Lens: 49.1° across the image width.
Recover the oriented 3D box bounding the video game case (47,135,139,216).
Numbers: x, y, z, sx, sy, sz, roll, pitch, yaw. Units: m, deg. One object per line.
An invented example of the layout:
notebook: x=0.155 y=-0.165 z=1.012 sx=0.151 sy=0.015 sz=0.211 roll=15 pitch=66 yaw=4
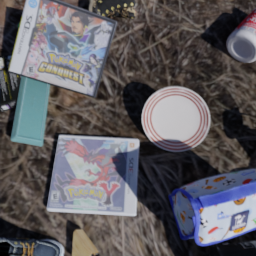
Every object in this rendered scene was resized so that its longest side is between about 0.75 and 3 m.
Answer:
video game case: x=-1.010 y=1.414 z=8.650 sx=2.617 sy=0.301 sz=2.385 roll=3 pitch=66 yaw=1

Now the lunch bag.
lunch bag: x=2.366 y=1.979 z=7.158 sx=2.189 sy=2.575 sz=1.595 roll=-14 pitch=67 yaw=-7

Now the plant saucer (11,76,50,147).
plant saucer: x=-3.175 y=-0.836 z=9.403 sx=1.005 sy=0.273 sz=2.875 roll=14 pitch=61 yaw=-30

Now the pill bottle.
pill bottle: x=4.773 y=-3.584 z=10.306 sx=1.291 sy=1.291 sz=2.300 roll=38 pitch=72 yaw=15

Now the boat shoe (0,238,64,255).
boat shoe: x=-2.759 y=3.323 z=7.495 sx=1.934 sy=0.878 sz=0.684 roll=2 pitch=66 yaw=1

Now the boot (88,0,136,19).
boot: x=-0.611 y=-4.480 z=10.948 sx=1.819 sy=0.884 sz=2.416 roll=-4 pitch=60 yaw=-1

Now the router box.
router box: x=-4.296 y=-1.595 z=9.850 sx=1.482 sy=0.507 sz=1.986 roll=-16 pitch=67 yaw=-7

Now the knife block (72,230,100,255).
knife block: x=-1.047 y=3.329 z=7.588 sx=0.930 sy=0.339 sz=1.059 roll=-7 pitch=70 yaw=22

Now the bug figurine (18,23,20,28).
bug figurine: x=-3.497 y=-3.958 z=10.923 sx=1.352 sy=0.449 sz=1.743 roll=-32 pitch=70 yaw=-13

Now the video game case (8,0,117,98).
video game case: x=-2.142 y=-2.695 z=9.294 sx=2.956 sy=0.377 sz=2.672 roll=16 pitch=97 yaw=-12

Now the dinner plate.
dinner plate: x=1.477 y=-0.261 z=8.803 sx=2.113 sy=0.256 sz=2.113 roll=5 pitch=109 yaw=16

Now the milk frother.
milk frother: x=3.420 y=4.102 z=6.714 sx=2.321 sy=2.227 sz=2.467 roll=-5 pitch=93 yaw=-1
